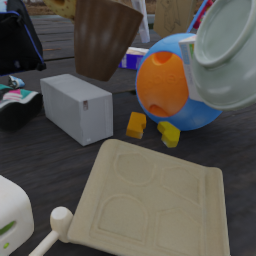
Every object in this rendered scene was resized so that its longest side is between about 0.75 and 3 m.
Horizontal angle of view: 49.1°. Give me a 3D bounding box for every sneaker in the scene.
[{"bbox_3d":[-3.553,-0.619,7.898,1.411,0.977,2.337,9,19,7],"label":"sneaker"},{"bbox_3d":[-4.456,-1.805,11.167,0.438,0.381,0.973,-4,27,-46],"label":"sneaker"}]

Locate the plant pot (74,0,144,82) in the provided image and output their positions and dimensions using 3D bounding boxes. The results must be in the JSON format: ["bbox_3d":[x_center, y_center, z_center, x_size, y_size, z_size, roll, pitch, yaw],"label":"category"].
[{"bbox_3d":[-0.440,-1.420,4.652,1.118,1.196,1.118,16,13,-4],"label":"plant pot"}]

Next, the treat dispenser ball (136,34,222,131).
[{"bbox_3d":[1.452,-1.181,7.445,2.505,2.505,2.505,0,26,0],"label":"treat dispenser ball"}]

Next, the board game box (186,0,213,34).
[{"bbox_3d":[1.976,-2.996,7.346,0.264,1.354,1.070,28,38,-2],"label":"board game box"}]

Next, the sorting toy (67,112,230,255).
[{"bbox_3d":[0.486,0.888,4.791,2.208,0.397,2.964,14,40,2],"label":"sorting toy"}]

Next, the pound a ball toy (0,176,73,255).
[{"bbox_3d":[-2.067,1.481,3.641,1.604,1.045,2.459,17,31,31],"label":"pound a ball toy"}]

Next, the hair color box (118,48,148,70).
[{"bbox_3d":[0.638,-3.379,13.747,2.486,0.806,1.359,13,30,27],"label":"hair color box"}]

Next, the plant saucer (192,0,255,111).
[{"bbox_3d":[1.347,-1.199,3.560,0.488,1.945,1.945,18,20,-21],"label":"plant saucer"}]

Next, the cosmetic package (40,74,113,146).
[{"bbox_3d":[-1.432,-0.585,7.603,1.050,1.244,2.329,-21,35,-35],"label":"cosmetic package"}]

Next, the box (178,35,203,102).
[{"bbox_3d":[2.403,-1.508,5.709,2.364,1.330,1.198,-25,22,-17],"label":"box"}]

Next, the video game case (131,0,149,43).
[{"bbox_3d":[0.176,-3.374,6.610,0.230,1.822,2.000,-9,66,9],"label":"video game case"}]

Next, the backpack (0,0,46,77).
[{"bbox_3d":[-3.009,-2.011,6.353,1.790,1.638,1.316,-16,51,-2],"label":"backpack"}]

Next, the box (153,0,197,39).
[{"bbox_3d":[1.427,-3.670,8.918,0.222,2.086,1.705,-23,56,-19],"label":"box"}]

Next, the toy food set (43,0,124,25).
[{"bbox_3d":[-1.143,-3.298,7.661,0.698,2.871,2.842,-48,24,-21],"label":"toy food set"}]
